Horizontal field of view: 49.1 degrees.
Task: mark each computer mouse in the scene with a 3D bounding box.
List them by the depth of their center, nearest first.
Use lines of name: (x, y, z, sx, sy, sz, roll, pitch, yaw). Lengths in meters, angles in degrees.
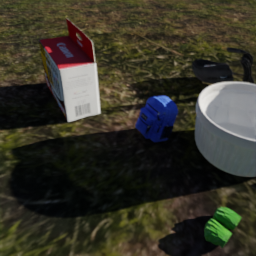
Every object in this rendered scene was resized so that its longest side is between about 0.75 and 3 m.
computer mouse: (3.374, -2.245, 10.485, 2.582, 1.813, 0.594, 24, 64, 34)

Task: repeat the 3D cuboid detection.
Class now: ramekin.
ramekin: (3.115, 0.041, 7.568, 2.733, 1.435, 2.733, 2, 39, -1)

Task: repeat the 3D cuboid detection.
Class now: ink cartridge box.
ink cartridge box: (-2.092, -2.075, 9.586, 1.203, 2.518, 2.868, -17, 39, -21)

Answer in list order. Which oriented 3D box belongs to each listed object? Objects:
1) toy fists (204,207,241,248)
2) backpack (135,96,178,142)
toy fists: (1.948, 2.057, 5.892, 0.504, 0.340, 0.990, 33, 46, 26)
backpack: (0.837, -0.285, 8.105, 1.003, 1.196, 0.972, -7, 40, -42)
